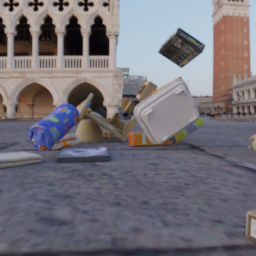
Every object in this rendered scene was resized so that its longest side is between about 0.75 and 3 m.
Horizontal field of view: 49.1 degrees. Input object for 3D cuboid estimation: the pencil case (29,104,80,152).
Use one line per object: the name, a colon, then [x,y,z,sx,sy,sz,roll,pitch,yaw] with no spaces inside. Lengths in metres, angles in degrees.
pencil case: [-2.276,-0.094,8.709,0.893,0.803,2.057,27,30,2]

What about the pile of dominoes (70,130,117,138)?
pile of dominoes: [-1.798,0.441,15.967,2.284,0.467,2.931,-3,-4,-44]

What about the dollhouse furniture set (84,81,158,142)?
dollhouse furniture set: [-0.411,-1.410,13.773,2.393,2.937,2.793,31,6,-6]

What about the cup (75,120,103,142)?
cup: [-1.891,0.138,13.536,1.388,0.993,1.388,1,3,0]

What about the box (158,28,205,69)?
box: [1.133,-1.698,6.051,0.694,0.224,0.880,30,-18,-10]

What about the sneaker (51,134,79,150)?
sneaker: [-2.599,0.558,10.455,1.468,0.574,0.567,-1,-15,-34]

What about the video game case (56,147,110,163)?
video game case: [-1.339,0.791,8.458,1.443,0.192,2.020,0,2,-8]

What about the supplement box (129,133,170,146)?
supplement box: [0.876,0.452,11.504,1.641,0.565,0.546,-3,0,-18]

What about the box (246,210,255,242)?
box: [2.398,0.998,2.802,2.055,0.333,1.245,0,2,-27]

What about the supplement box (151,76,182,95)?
supplement box: [1.544,-1.499,10.797,1.262,0.434,0.420,-30,3,20]

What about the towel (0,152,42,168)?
towel: [-3.065,0.825,7.161,0.974,0.253,1.470,5,5,42]

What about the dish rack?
dish rack: [1.467,-0.483,9.925,2.161,1.854,0.470,-34,27,-2]

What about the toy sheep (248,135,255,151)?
toy sheep: [4.324,0.513,8.813,0.806,0.806,1.168,-1,21,-23]

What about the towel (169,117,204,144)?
towel: [2.131,-0.542,11.774,2.672,1.919,0.304,-24,-7,-46]

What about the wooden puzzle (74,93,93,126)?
wooden puzzle: [-2.109,-0.526,11.728,0.313,1.557,1.683,37,-43,-17]
